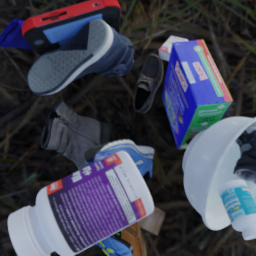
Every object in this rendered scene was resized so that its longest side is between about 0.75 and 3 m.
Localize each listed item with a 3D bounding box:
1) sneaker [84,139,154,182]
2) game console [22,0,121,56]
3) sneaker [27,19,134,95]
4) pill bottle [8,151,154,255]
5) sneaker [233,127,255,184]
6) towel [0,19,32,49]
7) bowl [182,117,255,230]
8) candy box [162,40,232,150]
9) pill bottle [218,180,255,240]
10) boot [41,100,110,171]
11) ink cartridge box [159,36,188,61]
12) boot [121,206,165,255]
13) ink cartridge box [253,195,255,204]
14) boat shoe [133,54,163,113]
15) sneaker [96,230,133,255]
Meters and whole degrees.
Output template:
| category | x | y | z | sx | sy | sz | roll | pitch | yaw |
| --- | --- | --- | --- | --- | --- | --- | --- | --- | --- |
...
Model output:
| category | x | y | z | sx | sy | sz | roll | pitch | yaw |
| --- | --- | --- | --- | --- | --- | --- | --- | --- | --- |
| sneaker | -0.070 | 0.929 | 6.843 | 0.950 | 2.420 | 1.079 | -19 | 69 | 34 |
| game console | -1.321 | -2.409 | 7.083 | 2.326 | 2.057 | 0.361 | -17 | 84 | -4 |
| sneaker | -1.156 | -1.650 | 7.632 | 2.831 | 2.046 | 1.076 | -24 | 82 | 25 |
| pill bottle | -0.899 | 1.585 | 5.490 | 2.518 | 1.403 | 1.403 | -25 | 78 | -11 |
| sneaker | 2.542 | 0.559 | 5.935 | 0.706 | 1.871 | 1.065 | 24 | 90 | 2 |
| towel | -2.559 | -2.397 | 7.208 | 0.963 | 1.304 | 0.323 | -27 | 85 | 32 |
| bowl | 2.139 | 0.844 | 6.484 | 1.227 | 2.730 | 2.730 | 29 | 76 | 43 |
| candy box | 1.609 | -0.771 | 7.267 | 0.873 | 2.265 | 1.915 | -10 | 62 | -5 |
| pill bottle | 2.021 | 1.455 | 4.984 | 0.531 | 0.531 | 0.959 | -12 | 53 | -3 |
| boot | -1.408 | 0.727 | 7.160 | 1.815 | 0.962 | 2.757 | 25 | 43 | -35 |
| ink cartridge box | 1.335 | -2.297 | 7.989 | 0.553 | 0.320 | 0.949 | 22 | 56 | 24 |
| boot | -0.364 | 2.959 | 7.359 | 1.985 | 0.945 | 2.566 | 21 | 70 | 11 |
| ink cartridge box | 2.909 | 1.988 | 7.290 | 1.185 | 0.261 | 1.207 | 22 | 53 | 31 |
| boat shoe | 0.557 | -1.206 | 7.916 | 0.644 | 0.634 | 1.729 | 15 | 107 | 11 |
| sneaker | -0.386 | 2.403 | 6.300 | 0.700 | 1.689 | 0.599 | -25 | 102 | -27 |
